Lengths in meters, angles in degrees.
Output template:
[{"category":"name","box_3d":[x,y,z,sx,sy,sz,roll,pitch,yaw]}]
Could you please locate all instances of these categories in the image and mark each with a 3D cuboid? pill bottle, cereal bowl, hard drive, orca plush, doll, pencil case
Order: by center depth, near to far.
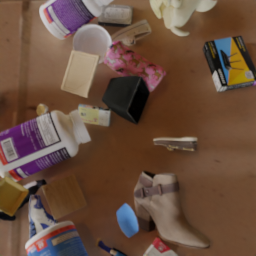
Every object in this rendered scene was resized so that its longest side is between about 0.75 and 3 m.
[{"category":"pill bottle","box_3d":[-1.624,3.992,7.511,1.441,1.441,2.567,-29,67,-10]},{"category":"doll","box_3d":[-0.325,3.504,7.770,1.282,0.875,0.311,18,61,29]},{"category":"orca plush","box_3d":[-3.685,2.410,8.739,2.528,0.899,1.330,-28,27,-20]},{"category":"pill bottle","box_3d":[-2.700,0.470,8.832,2.832,1.593,1.593,-23,72,-9]},{"category":"pencil case","box_3d":[0.220,-2.186,9.940,2.189,0.947,0.906,31,52,-6]},{"category":"pill bottle","box_3d":[-1.845,-4.472,10.258,2.514,1.401,1.401,-26,70,19]},{"category":"cereal bowl","box_3d":[-1.291,-3.107,10.531,1.453,0.605,1.453,1,103,4]},{"category":"hard drive","box_3d":[-0.503,-4.575,11.410,1.371,0.259,0.958,6,70,3]}]

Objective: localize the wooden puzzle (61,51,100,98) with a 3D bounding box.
[{"category":"wooden puzzle","box_3d":[-1.656,-1.897,9.824,1.586,0.295,1.467,21,95,39]}]

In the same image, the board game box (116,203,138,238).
[{"category":"board game box","box_3d":[0.045,2.717,8.277,0.211,1.083,0.856,-11,61,-35]}]

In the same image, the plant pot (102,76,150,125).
[{"category":"plant pot","box_3d":[-0.122,-1.014,9.576,1.150,1.294,1.297,16,77,22]}]

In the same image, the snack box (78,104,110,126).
[{"category":"snack box","box_3d":[-1.170,-0.435,9.693,1.083,0.629,0.201,9,34,3]}]

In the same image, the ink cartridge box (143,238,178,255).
[{"category":"ink cartridge box","box_3d":[0.806,3.898,7.958,0.860,0.856,1.184,39,75,13]}]

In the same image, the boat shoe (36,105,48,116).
[{"category":"boat shoe","box_3d":[-2.643,-0.595,8.760,0.286,0.824,0.292,-34,97,-29]}]

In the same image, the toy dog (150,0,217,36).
[{"category":"toy dog","box_3d":[2.389,-4.962,10.868,2.340,1.633,2.269,-25,84,-10]}]

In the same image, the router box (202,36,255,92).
[{"category":"router box","box_3d":[3.799,-2.409,10.471,1.472,0.504,1.973,-11,70,-4]}]

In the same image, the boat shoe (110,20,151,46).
[{"category":"boat shoe","box_3d":[0.055,-3.515,10.839,1.786,0.633,0.624,-27,88,-6]}]

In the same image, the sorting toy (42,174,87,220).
[{"category":"sorting toy","box_3d":[-2.000,2.149,8.727,1.050,0.368,1.057,-19,75,-27]}]

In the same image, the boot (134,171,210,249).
[{"category":"boot","box_3d":[1.223,2.248,8.120,2.461,0.865,1.800,7,91,28]}]

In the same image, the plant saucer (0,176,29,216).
[{"category":"plant saucer","box_3d":[-3.421,1.932,7.958,0.837,0.203,0.837,42,59,-22]}]

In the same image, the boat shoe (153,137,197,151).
[{"category":"boat shoe","box_3d":[1.528,0.537,9.228,1.487,0.534,0.443,-1,93,27]}]

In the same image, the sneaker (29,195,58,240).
[{"category":"sneaker","box_3d":[-2.544,2.703,8.437,0.852,0.596,1.475,-1,102,-21]}]
